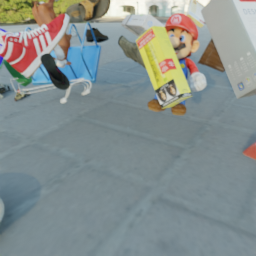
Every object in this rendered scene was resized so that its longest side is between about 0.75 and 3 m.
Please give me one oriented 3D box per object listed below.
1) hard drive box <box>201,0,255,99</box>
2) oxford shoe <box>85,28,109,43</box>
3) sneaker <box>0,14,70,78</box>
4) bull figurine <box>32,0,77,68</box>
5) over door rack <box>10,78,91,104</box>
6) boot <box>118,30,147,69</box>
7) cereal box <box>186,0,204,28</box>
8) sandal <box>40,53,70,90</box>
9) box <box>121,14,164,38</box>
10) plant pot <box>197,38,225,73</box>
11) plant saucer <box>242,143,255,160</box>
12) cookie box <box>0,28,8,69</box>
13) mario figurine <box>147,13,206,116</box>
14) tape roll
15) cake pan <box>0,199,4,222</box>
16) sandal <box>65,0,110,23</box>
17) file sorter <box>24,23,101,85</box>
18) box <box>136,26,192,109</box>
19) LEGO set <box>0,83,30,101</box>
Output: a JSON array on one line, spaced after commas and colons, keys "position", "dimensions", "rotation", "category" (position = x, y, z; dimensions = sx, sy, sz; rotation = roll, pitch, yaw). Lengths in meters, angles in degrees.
[{"position": [3.496, -2.360, 7.574], "dimensions": [2.116, 2.714, 1.042], "rotation": [-14, -12, -27], "category": "hard drive box"}, {"position": [-1.362, -4.193, 12.608], "dimensions": [0.559, 0.649, 1.538], "rotation": [-10, 6, 28], "category": "oxford shoe"}, {"position": [-2.369, -2.291, 6.958], "dimensions": [1.074, 1.909, 0.680], "rotation": [37, 3, -34], "category": "sneaker"}, {"position": [-2.373, -3.148, 9.315], "dimensions": [0.750, 2.302, 1.397], "rotation": [-4, 46, 15], "category": "bull figurine"}, {"position": [-2.176, -1.044, 8.096], "dimensions": [2.063, 0.687, 1.524], "rotation": [-3, 4, -15], "category": "over door rack"}, {"position": [0.270, -2.748, 9.712], "dimensions": [1.636, 0.848, 2.505], "rotation": [33, -4, 18], "category": "boot"}, {"position": [2.705, -4.574, 11.096], "dimensions": [0.791, 0.217, 1.100], "rotation": [27, 60, -19], "category": "cereal box"}, {"position": [-1.862, -1.374, 7.155], "dimensions": [0.410, 1.091, 0.261], "rotation": [-36, 37, -6], "category": "sandal"}, {"position": [0.953, -3.514, 10.567], "dimensions": [1.961, 0.518, 2.515], "rotation": [27, 11, -25], "category": "box"}, {"position": [2.873, -2.301, 9.119], "dimensions": [0.898, 0.908, 0.908], "rotation": [30, 32, 7], "category": "plant pot"}, {"position": [5.366, 0.673, 8.483], "dimensions": [2.645, 0.486, 2.650], "rotation": [-20, 32, -36], "category": "plant saucer"}, {"position": [-3.681, -2.084, 7.736], "dimensions": [0.592, 1.349, 1.577], "rotation": [22, 7, -27], "category": "cookie box"}, {"position": [1.169, -1.715, 7.601], "dimensions": [1.650, 2.674, 1.417], "rotation": [2, 12, -17], "category": "mario figurine"}, {"position": [-3.638, -1.896, 9.235], "dimensions": [0.270, 1.123, 1.123], "rotation": [-33, 29, 3], "category": "tape roll"}, {"position": [-3.621, 2.053, 5.729], "dimensions": [2.079, 0.381, 2.079], "rotation": [0, 26, 0], "category": "cake pan"}, {"position": [-1.559, -4.361, 10.231], "dimensions": [2.152, 0.879, 0.587], "rotation": [-1, 24, 31], "category": "sandal"}, {"position": [-2.724, -3.016, 11.338], "dimensions": [2.747, 1.685, 1.906], "rotation": [0, 63, 10], "category": "file sorter"}, {"position": [0.767, -1.320, 6.132], "dimensions": [0.423, 1.690, 0.636], "rotation": [-13, -9, -41], "category": "box"}, {"position": [-6.128, -1.940, 13.521], "dimensions": [2.711, 0.768, 1.761], "rotation": [1, 26, 2], "category": "LEGO set"}]
